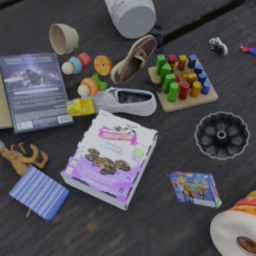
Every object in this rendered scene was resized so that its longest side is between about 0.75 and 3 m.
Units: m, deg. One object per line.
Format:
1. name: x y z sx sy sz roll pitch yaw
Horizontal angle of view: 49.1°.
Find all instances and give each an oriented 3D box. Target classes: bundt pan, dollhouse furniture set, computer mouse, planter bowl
1. bundt pan: 2.823 0.315 8.492 1.549 0.581 1.549 -7 65 15
2. dollhouse furniture set: -2.564 -3.742 12.579 0.458 0.354 0.917 34 65 19
3. computer mouse: 1.224 -4.063 12.805 0.965 0.367 1.393 12 72 5
4. planter bowl: -2.420 -3.470 10.870 0.755 1.121 1.121 -26 60 -39

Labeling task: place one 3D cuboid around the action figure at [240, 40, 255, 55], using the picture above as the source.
1. action figure: 5.512 -3.503 12.369 1.054 0.522 0.344 20 61 15

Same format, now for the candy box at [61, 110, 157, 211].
1. candy box: -0.548 0.988 9.437 2.264 0.965 2.699 21 62 12

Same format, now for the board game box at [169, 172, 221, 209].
1. board game box: 1.788 1.661 7.591 0.226 1.312 0.888 -29 104 -36

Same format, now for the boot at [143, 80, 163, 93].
1. boot: 0.978 -1.628 11.102 0.827 0.401 0.309 22 69 19

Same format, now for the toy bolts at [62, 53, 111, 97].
1. toy bolts: -1.535 -2.014 9.965 1.581 1.510 1.096 43 45 10

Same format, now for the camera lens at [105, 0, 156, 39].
1. camera lens: 0.059 -5.551 12.724 1.930 1.930 2.413 -14 62 -8

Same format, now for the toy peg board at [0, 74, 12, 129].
1. toy peg board: -4.953 -0.921 10.680 2.262 1.106 2.252 -8 75 -4

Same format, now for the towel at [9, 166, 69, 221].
1. towel: -2.848 2.100 9.050 1.587 0.189 1.149 33 63 3

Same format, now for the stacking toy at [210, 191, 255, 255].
1. stacking toy: 3.981 2.569 8.295 2.189 2.189 2.995 35 47 19

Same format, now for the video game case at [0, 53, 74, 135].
1. video game case: -3.388 -1.362 10.341 2.137 0.284 2.992 -11 77 -28

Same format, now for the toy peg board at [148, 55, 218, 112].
1. toy peg board: 2.195 -2.026 11.141 2.228 1.094 2.237 -13 61 -7

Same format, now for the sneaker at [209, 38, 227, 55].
1. sneaker: 3.978 -3.591 12.458 0.430 0.425 1.083 -9 49 -11

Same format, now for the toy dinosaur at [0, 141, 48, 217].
1. toy dinosaur: -3.431 1.396 9.486 1.465 0.833 2.759 -41 76 -1

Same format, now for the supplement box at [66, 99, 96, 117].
1. supplement box: -1.688 -0.738 10.161 0.544 1.000 0.548 -10 90 25

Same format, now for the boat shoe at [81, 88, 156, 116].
1. boat shoe: -0.415 -1.074 10.593 2.932 1.005 1.056 12 63 10

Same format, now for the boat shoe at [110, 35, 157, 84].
1. boat shoe: 0.314 -2.112 8.776 1.994 0.719 0.718 -45 35 -13
